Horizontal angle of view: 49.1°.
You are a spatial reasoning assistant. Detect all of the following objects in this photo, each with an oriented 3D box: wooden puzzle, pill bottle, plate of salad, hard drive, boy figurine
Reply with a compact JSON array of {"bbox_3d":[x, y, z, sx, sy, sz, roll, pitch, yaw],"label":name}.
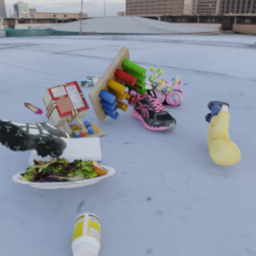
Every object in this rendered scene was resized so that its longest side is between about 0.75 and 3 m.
[{"bbox_3d":[-1.708,0.075,10.761,1.394,0.323,1.291,-11,26,-24],"label":"wooden puzzle"},{"bbox_3d":[-0.835,2.218,5.593,0.546,0.546,0.955,-2,24,-4],"label":"pill bottle"},{"bbox_3d":[-1.643,1.069,7.323,2.596,0.624,2.596,-2,3,0],"label":"plate of salad"},{"bbox_3d":[-2.010,0.761,9.199,2.175,0.276,1.435,-3,23,-8],"label":"hard drive"},{"bbox_3d":[2.986,0.119,9.027,0.872,1.684,2.708,5,34,5],"label":"boy figurine"}]

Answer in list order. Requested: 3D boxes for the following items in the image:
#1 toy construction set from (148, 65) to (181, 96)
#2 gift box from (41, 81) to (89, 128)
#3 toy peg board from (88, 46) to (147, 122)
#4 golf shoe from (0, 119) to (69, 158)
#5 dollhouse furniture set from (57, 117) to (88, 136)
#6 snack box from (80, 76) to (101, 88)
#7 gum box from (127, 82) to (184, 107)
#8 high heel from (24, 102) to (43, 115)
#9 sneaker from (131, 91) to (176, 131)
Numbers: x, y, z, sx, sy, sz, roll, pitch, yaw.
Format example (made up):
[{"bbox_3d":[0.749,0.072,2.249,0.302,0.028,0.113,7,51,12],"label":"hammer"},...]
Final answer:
[{"bbox_3d":[1.451,-1.956,11.573,1.503,0.986,0.692,28,-11,26],"label":"toy construction set"},{"bbox_3d":[-2.520,-1.008,11.162,1.477,1.600,1.494,-17,-9,-29],"label":"gift box"},{"bbox_3d":[-0.231,-1.414,10.985,1.172,2.397,2.387,29,74,14],"label":"toy peg board"},{"bbox_3d":[-2.875,0.228,8.381,2.276,0.885,1.075,19,26,3],"label":"golf shoe"},{"bbox_3d":[-2.106,0.156,10.370,1.029,0.502,0.878,-39,61,3],"label":"dollhouse furniture set"},{"bbox_3d":[-1.593,-2.812,17.214,2.394,0.444,1.391,5,24,12],"label":"snack box"},{"bbox_3d":[1.412,-1.702,14.026,2.697,0.892,1.530,3,21,9],"label":"gum box"},{"bbox_3d":[-3.520,-0.714,10.364,0.765,0.258,0.368,21,-12,18],"label":"high heel"},{"bbox_3d":[1.006,-0.802,11.490,1.112,1.342,2.814,-6,24,-28],"label":"sneaker"}]
